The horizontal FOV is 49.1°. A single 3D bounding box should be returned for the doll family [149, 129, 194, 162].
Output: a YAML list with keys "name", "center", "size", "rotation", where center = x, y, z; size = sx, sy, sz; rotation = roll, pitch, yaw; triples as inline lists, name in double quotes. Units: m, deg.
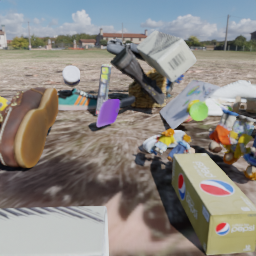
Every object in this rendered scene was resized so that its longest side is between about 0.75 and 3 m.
- name: "doll family"
  center: [0.825, 0.315, 4.953]
  size: [0.883, 0.398, 0.548]
  rotation: [30, 68, 19]

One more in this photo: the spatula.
- name: "spatula"
  center: [-0.245, -0.657, 8.362]
  size: [0.271, 0.746, 2.639]
  rotation: [19, 21, 12]

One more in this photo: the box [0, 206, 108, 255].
- name: "box"
  center: [-1.213, 1.231, 2.444]
  size: [2.080, 0.854, 0.711]
  rotation: [0, 16, -3]

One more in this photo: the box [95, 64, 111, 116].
- name: "box"
  center: [-0.820, -1.270, 9.305]
  size: [0.279, 1.605, 0.883]
  rotation: [9, 17, -3]

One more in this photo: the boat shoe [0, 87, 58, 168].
- name: "boat shoe"
  center: [-2.297, -0.097, 6.134]
  size: [1.054, 1.055, 2.996]
  rotation: [0, 24, -4]

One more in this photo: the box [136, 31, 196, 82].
- name: "box"
  center: [1.149, -2.424, 9.157]
  size: [1.031, 0.858, 2.509]
  rotation: [-41, 27, 5]

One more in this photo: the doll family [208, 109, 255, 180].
- name: "doll family"
  center: [2.160, 0.358, 4.944]
  size: [0.721, 0.993, 1.600]
  rotation: [13, 10, -33]

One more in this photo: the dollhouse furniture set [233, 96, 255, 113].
- name: "dollhouse furniture set"
  center: [4.201, -0.656, 9.438]
  size: [1.139, 0.590, 0.504]
  rotation: [11, 60, 31]

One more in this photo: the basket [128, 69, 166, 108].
- name: "basket"
  center: [0.746, -1.754, 11.060]
  size: [1.483, 1.548, 2.077]
  rotation: [2, 18, 5]

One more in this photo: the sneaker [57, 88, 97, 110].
- name: "sneaker"
  center: [-1.694, -1.071, 10.193]
  size: [1.824, 0.729, 0.651]
  rotation: [-5, 18, -15]

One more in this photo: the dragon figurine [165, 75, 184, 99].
- name: "dragon figurine"
  center: [1.422, -1.958, 12.381]
  size: [2.335, 1.161, 0.687]
  rotation: [14, 21, 40]

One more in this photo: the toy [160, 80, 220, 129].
- name: "toy"
  center: [1.829, -0.623, 8.304]
  size: [1.572, 0.645, 2.731]
  rotation: [-43, 7, 8]

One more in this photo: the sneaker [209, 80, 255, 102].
- name: "sneaker"
  center: [4.382, -1.530, 11.479]
  size: [2.210, 0.889, 0.844]
  rotation: [2, 19, 11]

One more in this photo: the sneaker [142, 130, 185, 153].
- name: "sneaker"
  center: [0.801, 0.261, 6.308]
  size: [1.049, 0.383, 0.371]
  rotation: [-13, 20, -22]

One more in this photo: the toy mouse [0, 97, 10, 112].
- name: "toy mouse"
  center: [-4.829, -0.497, 8.585]
  size: [2.587, 0.563, 2.911]
  rotation: [-13, 21, -36]

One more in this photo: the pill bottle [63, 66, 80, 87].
- name: "pill bottle"
  center: [-2.561, -2.282, 12.685]
  size: [0.752, 0.752, 1.299]
  rotation: [-3, -4, -11]

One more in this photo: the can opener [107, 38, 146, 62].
- name: "can opener"
  center: [0.146, -2.979, 11.269]
  size: [2.148, 0.718, 0.573]
  rotation: [13, -27, -20]

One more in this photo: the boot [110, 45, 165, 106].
- name: "boot"
  center: [0.396, -1.742, 9.692]
  size: [0.831, 2.090, 2.400]
  rotation: [-42, 19, 16]

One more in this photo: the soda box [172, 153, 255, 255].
- name: "soda box"
  center: [1.096, 0.927, 3.920]
  size: [0.586, 0.554, 1.732]
  rotation: [-1, 18, -5]

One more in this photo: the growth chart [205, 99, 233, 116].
- name: "growth chart"
  center: [2.852, -0.799, 10.187]
  size: [1.836, 0.225, 2.537]
  rotation: [2, 17, 6]
